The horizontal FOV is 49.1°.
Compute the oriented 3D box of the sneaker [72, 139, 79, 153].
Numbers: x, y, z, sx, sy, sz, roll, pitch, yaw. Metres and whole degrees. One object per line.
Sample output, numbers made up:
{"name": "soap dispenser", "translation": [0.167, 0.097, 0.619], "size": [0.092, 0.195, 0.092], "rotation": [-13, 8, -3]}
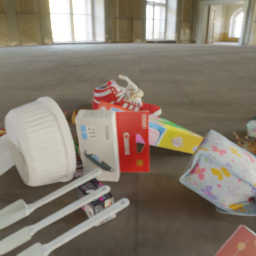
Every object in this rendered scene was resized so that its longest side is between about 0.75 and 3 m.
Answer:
{"name": "sneaker", "translation": [-1.867, 0.595, 9.215], "size": [0.338, 0.309, 0.792], "rotation": [-15, 26, -32]}

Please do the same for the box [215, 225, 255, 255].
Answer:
{"name": "box", "translation": [1.598, 2.291, 2.825], "size": [1.031, 1.476, 1.939], "rotation": [39, 1, -30]}

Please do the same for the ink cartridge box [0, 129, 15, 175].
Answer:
{"name": "ink cartridge box", "translation": [-4.749, 0.931, 7.252], "size": [2.347, 1.121, 2.674], "rotation": [4, 23, 13]}

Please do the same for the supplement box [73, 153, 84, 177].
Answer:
{"name": "supplement box", "translation": [-1.644, 1.045, 8.036], "size": [0.535, 0.300, 0.984], "rotation": [-10, 27, -26]}

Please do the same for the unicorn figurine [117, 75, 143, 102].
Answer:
{"name": "unicorn figurine", "translation": [0.077, -1.527, 12.434], "size": [1.723, 0.927, 2.509], "rotation": [36, -1, 25]}

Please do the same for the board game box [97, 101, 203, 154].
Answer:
{"name": "board game box", "translation": [0.693, 0.010, 8.893], "size": [2.875, 0.580, 2.200], "rotation": [13, 11, -36]}

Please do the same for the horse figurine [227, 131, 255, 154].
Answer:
{"name": "horse figurine", "translation": [3.779, 0.514, 9.054], "size": [0.298, 0.791, 1.193], "rotation": [-40, 26, -25]}

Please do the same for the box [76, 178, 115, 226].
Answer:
{"name": "box", "translation": [-0.735, 1.628, 6.214], "size": [0.515, 0.594, 0.898], "rotation": [-17, 27, -28]}

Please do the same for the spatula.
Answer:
{"name": "spatula", "translation": [-1.476, 1.722, 5.548], "size": [2.689, 0.216, 1.870], "rotation": [-28, 30, -18]}

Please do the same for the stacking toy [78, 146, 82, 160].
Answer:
{"name": "stacking toy", "translation": [-1.040, 0.197, 9.169], "size": [1.243, 1.243, 2.912], "rotation": [-4, 19, -11]}

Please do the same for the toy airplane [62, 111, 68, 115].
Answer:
{"name": "toy airplane", "translation": [-3.398, -0.519, 12.037], "size": [1.634, 0.300, 1.634], "rotation": [-2, 15, 0]}

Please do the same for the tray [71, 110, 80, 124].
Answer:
{"name": "tray", "translation": [-2.056, -0.478, 12.041], "size": [0.627, 0.235, 1.270], "rotation": [-2, 21, -4]}

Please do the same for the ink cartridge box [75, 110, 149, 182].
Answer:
{"name": "ink cartridge box", "translation": [-0.335, 0.495, 7.114], "size": [1.727, 1.960, 0.438], "rotation": [1, 32, 7]}

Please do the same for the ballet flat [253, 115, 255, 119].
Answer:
{"name": "ballet flat", "translation": [5.711, -0.447, 11.853], "size": [0.336, 0.336, 0.906], "rotation": [-11, 24, -25]}

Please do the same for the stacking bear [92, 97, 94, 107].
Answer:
{"name": "stacking bear", "translation": [-1.049, -1.554, 13.845], "size": [1.106, 1.036, 1.822], "rotation": [2, 17, 4]}

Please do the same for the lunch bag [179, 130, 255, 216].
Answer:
{"name": "lunch bag", "translation": [2.359, 1.139, 6.619], "size": [1.879, 1.195, 1.593], "rotation": [31, 29, 12]}

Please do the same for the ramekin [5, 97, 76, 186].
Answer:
{"name": "ramekin", "translation": [-2.284, 0.415, 7.062], "size": [1.064, 2.284, 2.284], "rotation": [-18, 27, -32]}

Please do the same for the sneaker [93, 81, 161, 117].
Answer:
{"name": "sneaker", "translation": [-0.049, -1.184, 11.841], "size": [2.928, 1.646, 1.043], "rotation": [-3, 20, -4]}

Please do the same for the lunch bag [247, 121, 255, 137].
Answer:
{"name": "lunch bag", "translation": [4.874, 0.051, 10.486], "size": [0.797, 0.383, 0.994], "rotation": [6, 22, 22]}
